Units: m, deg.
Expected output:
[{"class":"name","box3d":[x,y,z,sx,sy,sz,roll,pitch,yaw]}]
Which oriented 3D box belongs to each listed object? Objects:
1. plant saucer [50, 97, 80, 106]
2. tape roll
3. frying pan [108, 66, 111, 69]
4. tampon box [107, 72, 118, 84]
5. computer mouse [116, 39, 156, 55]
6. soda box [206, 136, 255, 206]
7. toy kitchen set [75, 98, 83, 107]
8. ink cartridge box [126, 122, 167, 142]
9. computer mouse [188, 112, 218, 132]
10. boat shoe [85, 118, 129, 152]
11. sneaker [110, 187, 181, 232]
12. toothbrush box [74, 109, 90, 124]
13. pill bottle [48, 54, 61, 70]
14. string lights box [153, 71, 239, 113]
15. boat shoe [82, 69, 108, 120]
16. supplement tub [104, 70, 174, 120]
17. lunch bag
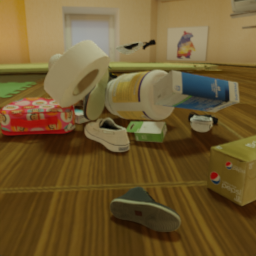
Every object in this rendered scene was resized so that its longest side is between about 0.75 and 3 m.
[{"class":"plant saucer","box3d":[-3.106,-1.504,13.726,1.658,0.310,1.658,-8,44,8]},{"class":"tape roll","box3d":[-1.675,-1.753,9.310,0.806,2.306,2.306,44,25,3]},{"class":"frying pan","box3d":[-1.162,-2.854,11.466,0.755,0.203,1.248,32,6,-42]},{"class":"tampon box","box3d":[-0.834,-2.074,13.770,1.662,1.049,1.245,22,4,-32]},{"class":"computer mouse","box3d":[0.253,-2.910,10.202,1.571,0.345,0.861,-20,13,-29]},{"class":"soda box","box3d":[3.173,0.744,6.358,2.924,0.990,0.936,-10,20,-31]},{"class":"toy kitchen set","box3d":[-2.614,-1.430,13.944,0.960,0.783,0.866,-12,21,-34]},{"class":"ink cartridge box","box3d":[0.577,0.112,8.962,1.192,0.354,0.619,2,37,23]},{"class":"computer mouse","box3d":[2.710,-0.179,10.431,1.185,0.474,2.162,11,14,18]},{"class":"boat shoe","box3d":[-0.692,0.054,9.023,0.873,0.776,2.374,-12,21,-35]},{"class":"sneaker","box3d":[0.391,1.388,5.074,1.317,0.492,0.699,8,21,28]},{"class":"toothbrush box","box3d":[-2.064,-0.481,11.508,0.860,0.367,0.629,13,21,36]},{"class":"pill bottle","box3d":[-2.518,-2.674,12.937,2.277,1.300,1.300,20,25,30]},{"class":"string lights box","box3d":[2.157,-1.087,8.963,2.427,0.716,1.247,5,-15,-22]},{"class":"boat shoe","box3d":[-1.405,-1.387,11.056,0.789,2.522,0.898,-6,-30,28]},{"class":"supplement tub","box3d":[0.411,-1.244,11.033,1.843,1.843,2.535,-15,13,-41]},{"class":"lunch bag","box3d":[-3.179,-0.399,10.057,2.532,1.037,2.230,-2,18,-8]}]
